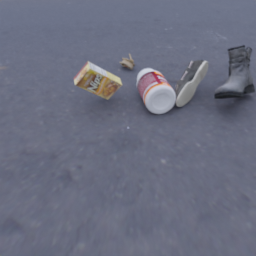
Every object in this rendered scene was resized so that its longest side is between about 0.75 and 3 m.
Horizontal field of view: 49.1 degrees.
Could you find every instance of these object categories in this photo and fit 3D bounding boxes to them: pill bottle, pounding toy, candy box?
[{"bbox_3d":[0.949,-1.455,10.436,1.112,1.112,1.969,-7,36,-10],"label":"pill bottle"},{"bbox_3d":[0.066,-3.104,13.183,0.544,0.542,0.948,-58,35,-3],"label":"pounding toy"},{"bbox_3d":[-1.078,-1.665,10.105,1.520,0.877,0.420,20,38,-41],"label":"candy box"}]

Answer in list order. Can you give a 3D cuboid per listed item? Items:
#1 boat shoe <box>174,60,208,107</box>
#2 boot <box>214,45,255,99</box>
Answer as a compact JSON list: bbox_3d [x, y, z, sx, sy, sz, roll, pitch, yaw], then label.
[{"bbox_3d":[2.247,-1.728,10.720,0.690,0.810,2.422,20,59,35],"label":"boat shoe"},{"bbox_3d":[3.807,-2.045,10.177,0.956,1.803,2.739,-1,11,37],"label":"boot"}]
